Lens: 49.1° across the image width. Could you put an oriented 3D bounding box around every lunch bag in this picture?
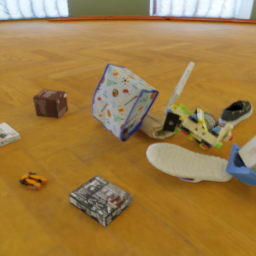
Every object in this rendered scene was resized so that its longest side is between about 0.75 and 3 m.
[{"bbox_3d":[-0.279,-0.949,11.074,2.053,2.415,1.496,40,24,28],"label":"lunch bag"}]

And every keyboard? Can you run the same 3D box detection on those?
[{"bbox_3d":[1.569,-0.210,9.708,0.599,1.152,0.228,22,63,9],"label":"keyboard"}]

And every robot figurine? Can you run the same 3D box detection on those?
[{"bbox_3d":[-3.152,1.761,9.247,0.870,0.253,0.631,13,31,21],"label":"robot figurine"}]

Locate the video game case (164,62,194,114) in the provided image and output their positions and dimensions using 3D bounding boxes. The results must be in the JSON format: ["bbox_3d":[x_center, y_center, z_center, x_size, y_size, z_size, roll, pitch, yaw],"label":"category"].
[{"bbox_3d":[2.078,-1.573,11.485,0.208,1.807,1.647,27,68,3],"label":"video game case"}]

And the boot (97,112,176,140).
[{"bbox_3d":[0.293,-0.330,12.332,2.547,0.962,2.909,-17,34,-29],"label":"boot"}]

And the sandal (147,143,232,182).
[{"bbox_3d":[2.044,1.373,9.569,2.998,0.737,1.220,15,45,1],"label":"sandal"}]

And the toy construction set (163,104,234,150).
[{"bbox_3d":[2.574,0.041,10.423,2.744,1.264,1.799,20,1,9],"label":"toy construction set"}]

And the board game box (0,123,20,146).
[{"bbox_3d":[-5.403,0.263,11.942,0.947,0.260,1.500,-25,37,-37],"label":"board game box"}]

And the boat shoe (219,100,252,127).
[{"bbox_3d":[5.276,-0.866,13.437,0.953,0.786,2.778,22,36,35],"label":"boat shoe"}]

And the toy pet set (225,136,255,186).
[{"bbox_3d":[4.657,1.626,8.914,2.689,1.529,2.880,30,27,-18],"label":"toy pet set"}]

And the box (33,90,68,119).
[{"bbox_3d":[-3.793,-1.187,13.757,1.264,1.038,1.049,7,30,13],"label":"box"}]

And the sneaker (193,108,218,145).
[{"bbox_3d":[3.389,-0.062,11.947,1.000,0.913,2.471,10,34,0],"label":"sneaker"}]

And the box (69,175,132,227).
[{"bbox_3d":[-0.836,2.136,8.430,1.522,0.379,1.200,21,35,33],"label":"box"}]
